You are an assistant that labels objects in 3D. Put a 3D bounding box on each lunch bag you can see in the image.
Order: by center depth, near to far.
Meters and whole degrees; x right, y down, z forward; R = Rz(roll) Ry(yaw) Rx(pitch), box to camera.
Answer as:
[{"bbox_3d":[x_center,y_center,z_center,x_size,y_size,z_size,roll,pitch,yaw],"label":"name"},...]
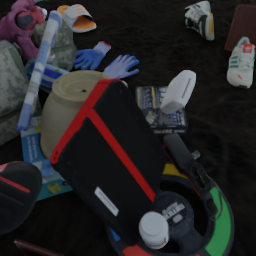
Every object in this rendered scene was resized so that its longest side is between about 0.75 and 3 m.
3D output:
[{"bbox_3d":[-4.007,-0.820,7.481,2.861,2.399,1.993,-33,55,-27],"label":"lunch bag"},{"bbox_3d":[-2.193,-1.415,8.630,1.889,1.519,0.779,22,84,16],"label":"lunch bag"},{"bbox_3d":[-2.484,-2.786,9.611,1.188,1.430,1.704,-15,37,-19],"label":"lunch bag"}]

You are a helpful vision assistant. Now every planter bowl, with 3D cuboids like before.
[{"bbox_3d":[-0.977,-0.363,6.492,2.270,1.528,2.270,1,39,-1],"label":"planter bowl"}]

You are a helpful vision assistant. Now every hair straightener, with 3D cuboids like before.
[{"bbox_3d":[1.392,0.949,6.237,0.481,0.904,2.348,-16,48,-7],"label":"hair straightener"}]

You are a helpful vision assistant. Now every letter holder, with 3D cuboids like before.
[{"bbox_3d":[-1.259,2.830,4.851,1.879,1.335,0.945,14,49,12],"label":"letter holder"},{"bbox_3d":[5.338,-3.630,10.382,2.760,1.962,1.388,27,53,23],"label":"letter holder"}]

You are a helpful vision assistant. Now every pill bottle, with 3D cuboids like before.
[{"bbox_3d":[0.466,1.836,5.047,0.514,0.928,0.514,-4,57,7],"label":"pill bottle"}]

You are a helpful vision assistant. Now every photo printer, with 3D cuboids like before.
[{"bbox_3d":[1.352,-0.954,7.561,0.430,1.239,1.030,25,79,-7],"label":"photo printer"}]

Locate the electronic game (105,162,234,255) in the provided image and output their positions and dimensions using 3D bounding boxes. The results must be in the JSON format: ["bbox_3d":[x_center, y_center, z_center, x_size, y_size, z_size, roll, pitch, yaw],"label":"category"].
[{"bbox_3d":[0.889,1.913,6.190,2.809,0.585,2.809,0,46,0],"label":"electronic game"}]

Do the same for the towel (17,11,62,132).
[{"bbox_3d":[-2.095,-1.179,6.533,0.316,1.952,2.658,16,82,-20],"label":"towel"}]

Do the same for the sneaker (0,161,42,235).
[{"bbox_3d":[-2.779,1.524,5.261,2.977,1.097,1.291,-44,24,9],"label":"sneaker"}]

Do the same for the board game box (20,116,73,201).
[{"bbox_3d":[-1.231,0.432,7.500,2.962,0.695,2.236,-15,49,-13],"label":"board game box"}]

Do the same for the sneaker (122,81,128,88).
[{"bbox_3d":[-0.378,-1.236,9.050,0.514,0.315,0.790,-23,15,34],"label":"sneaker"}]

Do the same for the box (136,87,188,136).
[{"bbox_3d":[0.964,-0.557,8.587,1.470,0.448,1.824,0,47,-1],"label":"box"}]

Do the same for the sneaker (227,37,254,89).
[{"bbox_3d":[3.997,-2.340,9.820,0.779,1.035,2.213,11,48,9],"label":"sneaker"}]

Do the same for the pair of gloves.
[{"bbox_3d":[-0.830,-2.410,10.259,2.475,0.282,1.990,29,53,20],"label":"pair of gloves"}]

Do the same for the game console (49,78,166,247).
[{"bbox_3d":[-0.154,0.618,5.553,0.422,2.719,2.404,-6,41,37],"label":"game console"}]

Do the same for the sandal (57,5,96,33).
[{"bbox_3d":[-2.479,-5.149,12.569,1.071,0.801,2.796,-28,53,-24],"label":"sandal"}]

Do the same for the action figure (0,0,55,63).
[{"bbox_3d":[-3.216,-2.819,7.796,2.210,1.988,2.967,-8,1,-37],"label":"action figure"}]

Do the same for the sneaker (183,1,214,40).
[{"bbox_3d":[2.988,-4.476,11.994,1.192,1.029,2.719,-7,41,12],"label":"sneaker"}]

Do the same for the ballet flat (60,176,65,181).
[{"bbox_3d":[-1.407,0.593,6.586,0.494,0.494,1.377,-9,49,-8],"label":"ballet flat"}]
